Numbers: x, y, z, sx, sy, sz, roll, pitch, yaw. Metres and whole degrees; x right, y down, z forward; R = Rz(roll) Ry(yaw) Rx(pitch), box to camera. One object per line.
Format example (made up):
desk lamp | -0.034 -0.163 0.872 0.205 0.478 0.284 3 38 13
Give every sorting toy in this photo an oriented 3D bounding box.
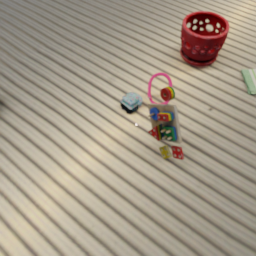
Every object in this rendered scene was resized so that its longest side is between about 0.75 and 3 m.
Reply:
sorting toy | 1.155 -0.037 9.715 0.467 2.762 1.332 -23 20 -32

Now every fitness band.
fitness band | 1.326 -1.598 11.705 1.011 1.408 0.264 4 7 10

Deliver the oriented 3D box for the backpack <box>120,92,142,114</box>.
backpack | 0.165 -1.121 11.953 0.877 0.661 0.779 -34 60 -29

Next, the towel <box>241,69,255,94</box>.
towel | 6.458 -2.147 12.974 2.097 0.245 1.600 0 52 1

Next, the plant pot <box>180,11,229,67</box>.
plant pot | 3.525 -4.150 13.408 2.138 1.947 2.138 0 52 0
